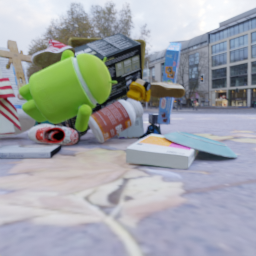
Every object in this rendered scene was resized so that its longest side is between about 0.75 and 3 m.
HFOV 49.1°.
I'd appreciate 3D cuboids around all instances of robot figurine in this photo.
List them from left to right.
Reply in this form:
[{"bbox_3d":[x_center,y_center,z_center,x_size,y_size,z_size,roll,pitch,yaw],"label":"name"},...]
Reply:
[{"bbox_3d":[-1.357,-0.901,6.458,2.158,1.893,1.248,-24,-28,4],"label":"robot figurine"}]

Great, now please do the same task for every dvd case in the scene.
[{"bbox_3d":[-2.685,0.575,6.948,1.827,0.160,1.304,0,4,-3],"label":"dvd case"}]

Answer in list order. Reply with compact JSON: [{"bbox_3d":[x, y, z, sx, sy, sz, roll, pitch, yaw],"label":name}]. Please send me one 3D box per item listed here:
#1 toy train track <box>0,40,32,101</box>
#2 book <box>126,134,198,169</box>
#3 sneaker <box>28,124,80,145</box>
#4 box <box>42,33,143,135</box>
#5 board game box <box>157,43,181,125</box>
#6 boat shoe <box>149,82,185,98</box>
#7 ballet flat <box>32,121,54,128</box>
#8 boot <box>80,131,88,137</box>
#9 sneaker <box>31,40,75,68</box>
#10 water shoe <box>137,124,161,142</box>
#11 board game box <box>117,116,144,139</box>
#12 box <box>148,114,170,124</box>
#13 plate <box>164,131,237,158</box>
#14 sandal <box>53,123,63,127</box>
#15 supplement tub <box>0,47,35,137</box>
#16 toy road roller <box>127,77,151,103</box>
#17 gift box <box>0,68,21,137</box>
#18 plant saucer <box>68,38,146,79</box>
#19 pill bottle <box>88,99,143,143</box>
[{"bbox_3d":[-3.039,-1.537,7.628,1.200,2.091,0.340,3,-36,-41],"label":"toy train track"},{"bbox_3d":[0.863,0.505,6.291,1.262,0.454,1.890,5,6,20],"label":"book"},{"bbox_3d":[-2.470,0.182,8.542,1.840,0.614,0.986,5,-4,16],"label":"sneaker"},{"bbox_3d":[-1.042,-1.454,9.329,2.932,2.401,1.263,-28,46,-23],"label":"box"},{"bbox_3d":[1.676,-1.840,11.325,0.522,2.851,2.157,8,24,9],"label":"board game box"},{"bbox_3d":[1.263,-1.347,9.820,1.419,0.523,0.491,8,32,-1],"label":"boat shoe"},{"bbox_3d":[-3.662,-0.238,12.014,2.259,0.785,0.785,9,6,9],"label":"ballet flat"},{"bbox_3d":[-1.763,0.138,9.900,0.766,0.277,0.579,-20,-13,-20],"label":"boot"},{"bbox_3d":[-2.256,-2.110,7.929,0.757,0.479,1.345,33,41,31],"label":"sneaker"},{"bbox_3d":[0.679,0.187,8.977,0.570,0.630,1.595,1,4,18],"label":"water shoe"},{"bbox_3d":[0.025,-0.211,11.192,1.012,1.030,1.964,-6,4,-1],"label":"board game box"},{"bbox_3d":[2.173,-0.630,19.530,1.162,0.716,1.153,-2,6,-23],"label":"box"},{"bbox_3d":[1.747,0.344,6.777,1.787,0.228,1.787,15,7,-2],"label":"plate"},{"bbox_3d":[-2.821,-0.508,10.590,0.424,1.555,0.635,-41,-3,7],"label":"sandal"},{"bbox_3d":[-4.702,-1.305,10.542,1.927,2.921,1.927,-15,-17,-5],"label":"supplement tub"},{"bbox_3d":[0.241,-0.874,7.234,0.488,0.580,0.795,25,-26,18],"label":"toy road roller"},{"bbox_3d":[-4.232,-0.458,6.786,2.421,2.593,2.393,-14,4,16],"label":"gift box"},{"bbox_3d":[-0.832,-2.078,10.597,2.736,2.737,0.663,-2,33,-11],"label":"plant saucer"},{"bbox_3d":[-0.381,-0.309,8.877,1.660,0.931,0.931,-30,13,-15],"label":"pill bottle"}]
